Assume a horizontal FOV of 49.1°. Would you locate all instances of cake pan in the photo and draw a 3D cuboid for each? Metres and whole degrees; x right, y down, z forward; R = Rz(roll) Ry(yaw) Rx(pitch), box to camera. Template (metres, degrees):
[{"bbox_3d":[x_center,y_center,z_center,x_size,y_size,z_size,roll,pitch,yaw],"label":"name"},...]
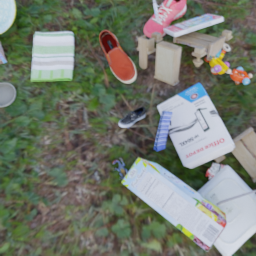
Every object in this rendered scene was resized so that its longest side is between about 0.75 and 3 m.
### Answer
[{"bbox_3d":[-4.817,-1.239,10.743,1.056,0.194,1.056,0,68,0],"label":"cake pan"}]

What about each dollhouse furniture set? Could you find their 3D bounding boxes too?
[{"bbox_3d":[4.749,1.037,9.766,2.759,1.347,2.353,-38,84,16],"label":"dollhouse furniture set"},{"bbox_3d":[2.230,-3.042,11.198,2.516,1.441,2.950,30,48,32],"label":"dollhouse furniture set"}]

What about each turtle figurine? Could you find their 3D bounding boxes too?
[{"bbox_3d":[4.436,2.149,7.227,2.697,2.782,2.002,-52,38,22],"label":"turtle figurine"}]

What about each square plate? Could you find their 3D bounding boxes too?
[{"bbox_3d":[3.139,2.617,8.857,2.093,0.298,2.074,-42,75,-1],"label":"square plate"}]

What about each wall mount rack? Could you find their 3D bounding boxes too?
[{"bbox_3d":[1.158,-4.601,10.789,0.354,0.825,0.949,-11,87,26],"label":"wall mount rack"}]

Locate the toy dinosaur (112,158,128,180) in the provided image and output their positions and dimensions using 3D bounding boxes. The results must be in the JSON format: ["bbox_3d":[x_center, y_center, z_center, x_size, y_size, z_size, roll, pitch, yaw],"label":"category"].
[{"bbox_3d":[-0.257,1.454,9.628,0.454,0.864,0.784,-28,34,-1],"label":"toy dinosaur"}]

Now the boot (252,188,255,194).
[{"bbox_3d":[4.772,2.064,9.223,1.788,0.867,0.668,-34,67,19],"label":"boot"}]

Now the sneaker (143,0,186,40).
[{"bbox_3d":[1.508,-4.795,11.677,0.977,1.150,2.651,36,73,14],"label":"sneaker"}]

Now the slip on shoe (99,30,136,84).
[{"bbox_3d":[-0.465,-2.775,10.907,0.898,0.742,2.424,-30,77,10],"label":"slip on shoe"}]

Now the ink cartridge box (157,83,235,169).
[{"bbox_3d":[2.275,-0.034,9.504,1.710,0.988,2.343,-29,67,17],"label":"ink cartridge box"}]

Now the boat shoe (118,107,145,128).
[{"bbox_3d":[0.169,-0.420,10.019,1.289,0.427,0.451,-25,45,-35],"label":"boat shoe"}]

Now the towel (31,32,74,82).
[{"bbox_3d":[-3.062,-2.928,11.352,1.698,0.349,2.277,-3,68,0],"label":"towel"}]

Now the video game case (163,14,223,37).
[{"bbox_3d":[2.482,-4.001,10.890,1.944,0.170,1.390,-19,28,-2],"label":"video game case"}]

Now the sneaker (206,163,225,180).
[{"bbox_3d":[2.906,1.845,9.379,0.727,0.453,1.356,19,74,17],"label":"sneaker"}]

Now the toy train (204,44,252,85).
[{"bbox_3d":[3.783,-2.460,11.030,1.643,0.608,2.187,2,52,-24],"label":"toy train"}]

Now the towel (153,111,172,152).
[{"bbox_3d":[1.149,0.101,8.962,0.153,0.927,1.280,15,97,25],"label":"towel"}]

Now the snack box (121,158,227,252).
[{"bbox_3d":[1.397,2.034,8.004,2.720,2.294,0.921,34,91,20],"label":"snack box"}]

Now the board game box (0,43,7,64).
[{"bbox_3d":[-5.827,-3.021,11.185,1.471,0.713,1.173,-23,70,-8],"label":"board game box"}]

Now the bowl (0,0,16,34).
[{"bbox_3d":[-5.815,-5.100,11.562,2.435,2.435,1.310,-12,25,-5],"label":"bowl"}]
